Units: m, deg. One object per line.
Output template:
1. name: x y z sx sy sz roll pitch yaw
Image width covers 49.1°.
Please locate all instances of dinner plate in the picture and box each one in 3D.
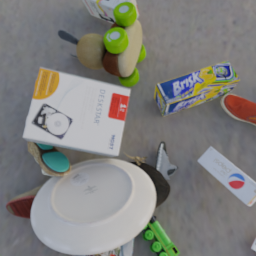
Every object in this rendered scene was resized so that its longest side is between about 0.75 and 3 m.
1. dinner plate: -0.821 1.552 6.542 2.928 0.355 2.928 -5 31 3

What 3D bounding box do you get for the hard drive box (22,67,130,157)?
1. hard drive box: -1.276 -0.340 7.192 2.310 0.887 1.800 11 80 -11

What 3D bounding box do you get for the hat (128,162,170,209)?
1. hat: 0.032 1.702 7.041 1.994 0.804 1.994 4 31 -2

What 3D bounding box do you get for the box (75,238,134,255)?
1. box: -0.524 2.813 6.567 1.272 0.351 1.863 3 41 5

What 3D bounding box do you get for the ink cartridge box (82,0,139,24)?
1. ink cartridge box: -0.583 -4.043 9.255 1.669 1.217 0.691 25 88 13

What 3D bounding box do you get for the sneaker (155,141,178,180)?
1. sneaker: 1.095 0.939 7.799 0.619 0.402 1.071 10 78 0

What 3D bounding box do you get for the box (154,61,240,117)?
1. box: 2.004 -1.165 8.375 2.365 0.829 0.760 -20 68 -8

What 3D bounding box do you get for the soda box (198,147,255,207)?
1. soda box: 2.611 1.229 7.210 0.559 0.523 1.641 -49 55 6

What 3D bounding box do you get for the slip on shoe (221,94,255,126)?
1. slip on shoe: 3.694 -0.448 8.171 2.026 0.620 0.751 31 70 9

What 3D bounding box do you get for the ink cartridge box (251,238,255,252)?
1. ink cartridge box: 3.560 3.075 6.982 0.953 0.240 0.519 32 71 13

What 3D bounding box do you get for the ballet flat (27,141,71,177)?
1. ballet flat: -2.107 0.833 7.394 0.718 0.665 2.036 -2 29 -36

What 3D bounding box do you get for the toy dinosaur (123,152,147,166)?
1. toy dinosaur: 0.228 0.849 7.572 0.756 0.382 0.220 12 100 -31

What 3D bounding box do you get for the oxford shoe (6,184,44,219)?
1. oxford shoe: -2.084 1.785 7.376 2.173 0.765 0.812 -12 32 3

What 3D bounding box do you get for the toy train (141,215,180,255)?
1. toy train: 0.911 3.027 6.927 0.564 0.417 2.001 -28 70 -21

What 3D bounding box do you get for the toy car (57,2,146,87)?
1. toy car: -0.849 -2.472 8.466 2.355 1.935 1.858 8 66 17
